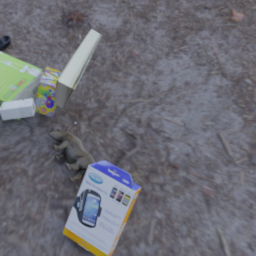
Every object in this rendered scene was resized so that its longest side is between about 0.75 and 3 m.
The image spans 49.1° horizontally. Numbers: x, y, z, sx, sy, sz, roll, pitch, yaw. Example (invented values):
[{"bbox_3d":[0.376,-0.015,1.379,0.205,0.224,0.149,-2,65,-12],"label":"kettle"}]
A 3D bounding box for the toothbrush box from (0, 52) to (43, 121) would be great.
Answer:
[{"bbox_3d":[-4.258,-1.536,9.658,2.329,1.003,1.696,25,59,15],"label":"toothbrush box"}]

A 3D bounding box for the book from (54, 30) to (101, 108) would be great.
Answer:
[{"bbox_3d":[-1.474,-1.665,7.988,0.480,1.336,1.999,27,63,-11],"label":"book"}]

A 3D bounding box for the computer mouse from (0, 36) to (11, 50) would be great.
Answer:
[{"bbox_3d":[-5.199,-3.373,11.388,1.013,0.267,0.701,-33,63,-7],"label":"computer mouse"}]

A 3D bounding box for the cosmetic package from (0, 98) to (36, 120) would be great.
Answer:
[{"bbox_3d":[-3.188,-0.540,8.111,0.898,0.364,0.507,-8,34,-6],"label":"cosmetic package"}]

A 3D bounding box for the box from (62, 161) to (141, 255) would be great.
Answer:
[{"bbox_3d":[-0.622,1.912,6.811,1.331,0.464,2.235,26,100,18],"label":"box"}]

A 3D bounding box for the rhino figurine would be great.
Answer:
[{"bbox_3d":[-1.769,0.629,8.418,0.916,0.626,2.095,-20,56,-32],"label":"rhino figurine"}]

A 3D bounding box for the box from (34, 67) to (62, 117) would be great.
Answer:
[{"bbox_3d":[-2.535,-1.155,9.016,0.686,1.125,1.083,18,35,-15],"label":"box"}]
